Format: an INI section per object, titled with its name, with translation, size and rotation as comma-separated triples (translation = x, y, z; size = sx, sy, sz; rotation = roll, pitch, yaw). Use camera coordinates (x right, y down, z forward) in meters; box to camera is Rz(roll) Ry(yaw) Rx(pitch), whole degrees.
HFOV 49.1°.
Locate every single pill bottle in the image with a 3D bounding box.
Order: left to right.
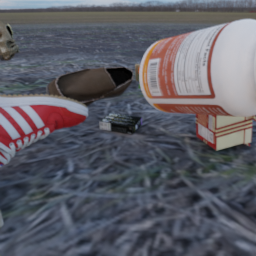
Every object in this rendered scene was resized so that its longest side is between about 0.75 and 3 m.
[pill bottle]
translation = 1.548, -0.959, 4.834
size = 1.514, 1.514, 2.700
rotation = -17, 15, -33

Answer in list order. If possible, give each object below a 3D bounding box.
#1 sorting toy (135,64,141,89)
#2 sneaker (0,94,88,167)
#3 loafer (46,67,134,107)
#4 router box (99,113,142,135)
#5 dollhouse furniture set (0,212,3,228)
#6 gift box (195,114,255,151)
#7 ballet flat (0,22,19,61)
[sorting toy]
translation = 0.483, -1.414, 7.811
size = 0.681, 1.210, 0.165
rotation = 25, 57, 21
[sneaker]
translation = -2.134, 0.250, 5.294
size = 2.978, 1.675, 1.061
rotation = -1, -16, -29
[loafer]
translation = -0.853, -1.178, 7.076
size = 2.646, 0.966, 0.939
rotation = -27, -4, -46
[router box]
translation = -0.203, -0.138, 8.006
size = 1.017, 0.260, 0.758
rotation = 10, 26, 20
[dollhouse furniture set]
translation = -2.413, 0.798, 3.446
size = 2.240, 2.373, 1.549
rotation = 8, 27, 16
[gift box]
translation = 2.467, -0.094, 6.974
size = 1.146, 1.133, 1.228
rotation = -14, 28, -14
[ballet flat]
translation = -2.042, -1.497, 4.768
size = 0.326, 0.474, 1.408
rotation = -18, 35, -11
